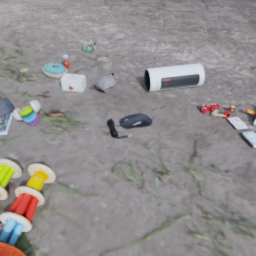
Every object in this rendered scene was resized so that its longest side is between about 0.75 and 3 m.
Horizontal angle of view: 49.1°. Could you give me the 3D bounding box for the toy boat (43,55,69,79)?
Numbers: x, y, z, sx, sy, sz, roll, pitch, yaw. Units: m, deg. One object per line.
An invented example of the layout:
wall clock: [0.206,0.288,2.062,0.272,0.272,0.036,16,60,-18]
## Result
toy boat: [-3.402,-2.994,13.613,1.280,0.708,1.523,18,42,23]

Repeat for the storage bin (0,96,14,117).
storage bin: [-4.944,-0.819,10.712,0.961,0.699,0.645,20,44,32]

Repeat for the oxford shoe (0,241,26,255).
oxford shoe: [-2.773,2.581,5.777,0.707,1.986,0.720,-56,18,-18]

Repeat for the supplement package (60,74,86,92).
supplement package: [-2.414,-1.992,12.418,0.960,0.582,0.575,6,38,7]

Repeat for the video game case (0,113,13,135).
video game case: [-4.967,-0.122,10.360,1.163,0.147,1.276,-5,37,-7]

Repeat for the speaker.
speaker: [2.002,-2.218,12.358,2.514,1.021,1.021,-8,38,-10]

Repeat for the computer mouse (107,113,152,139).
computer mouse: [0.107,-0.121,10.157,1.702,0.392,1.195,-6,37,-7]

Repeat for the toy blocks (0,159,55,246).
toy blocks: [-3.141,1.937,7.148,1.862,0.811,2.234,6,44,11]

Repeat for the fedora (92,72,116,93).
fedora: [-0.952,-1.900,12.113,0.549,1.076,1.217,53,25,0]

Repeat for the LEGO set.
LEGO set: [4.711,-0.257,10.243,1.711,0.562,2.290,-6,38,-13]

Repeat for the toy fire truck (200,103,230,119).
toy fire truck: [3.384,-0.645,10.947,1.019,0.248,0.719,-5,42,-2]

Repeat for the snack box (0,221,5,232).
snack box: [-3.570,2.468,7.018,1.030,0.125,0.370,-6,38,-7]

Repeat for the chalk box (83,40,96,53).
chalk box: [-2.242,-4.571,15.834,0.491,0.495,0.792,16,39,19]

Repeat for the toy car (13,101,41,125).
toy car: [-3.601,-0.487,10.243,0.934,0.800,1.067,-28,14,-7]
